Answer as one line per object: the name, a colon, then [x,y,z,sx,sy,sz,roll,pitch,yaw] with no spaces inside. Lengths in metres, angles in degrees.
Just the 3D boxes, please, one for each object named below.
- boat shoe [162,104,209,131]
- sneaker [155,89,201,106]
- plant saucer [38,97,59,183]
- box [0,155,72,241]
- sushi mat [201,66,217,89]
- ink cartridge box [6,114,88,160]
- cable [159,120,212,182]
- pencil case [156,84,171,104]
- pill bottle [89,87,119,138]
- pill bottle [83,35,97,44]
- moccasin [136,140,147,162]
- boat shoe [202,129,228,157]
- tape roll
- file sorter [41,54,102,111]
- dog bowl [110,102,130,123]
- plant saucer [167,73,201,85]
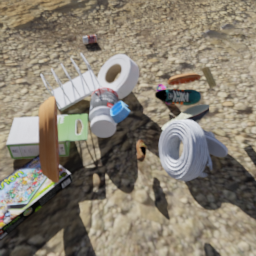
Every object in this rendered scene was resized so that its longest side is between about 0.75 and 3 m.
boat shoe: [2.159,-0.180,10.168,2.084,0.652,0.742,-32,21,-17]
sneaker: [1.950,-1.238,11.302,1.904,0.680,0.761,7,11,37]
plant saucer: [-2.295,0.343,8.177,0.468,2.500,2.500,-3,42,-13]
box: [-3.265,1.997,8.690,1.490,0.470,2.707,30,51,28]
sushi mat: [3.315,-2.071,11.474,0.430,0.054,0.899,-25,92,-26]
ink cartridge box: [-2.825,0.303,10.254,2.752,0.816,1.429,-4,42,-4]
cable: [1.515,0.639,7.975,0.604,1.746,1.745,4,70,-28]
pencil case: [1.640,-1.511,12.498,0.481,0.481,1.089,-14,44,-15]
pill bottle: [-0.940,-0.627,11.033,1.147,1.147,1.980,-1,44,-1]
pill bottle: [-2.258,-5.215,16.496,0.768,0.439,0.439,-13,44,-14]
moccasin: [0.473,0.719,9.485,0.347,0.367,0.950,33,31,-14]
boat shoe: [2.883,0.382,10.263,0.613,0.690,1.874,-32,51,-31]
tape roll: [-0.460,-2.223,12.295,1.924,0.673,1.924,-18,59,33]
file sorter: [-2.450,-2.036,12.036,2.082,1.296,1.445,-30,49,-5]
dog bowl: [-0.279,-0.505,8.541,0.574,0.255,1.030,-38,21,8]
plant saucer: [2.171,-1.910,10.922,1.285,0.207,1.285,-9,-1,0]
